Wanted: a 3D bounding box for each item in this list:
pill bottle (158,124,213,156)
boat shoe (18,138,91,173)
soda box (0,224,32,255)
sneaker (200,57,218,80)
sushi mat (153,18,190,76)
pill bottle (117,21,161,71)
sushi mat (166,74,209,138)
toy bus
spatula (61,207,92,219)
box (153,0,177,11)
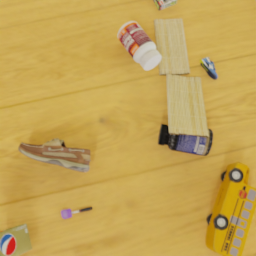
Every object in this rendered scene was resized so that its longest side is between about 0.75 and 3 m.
[{"bbox_3d":[1.993,0.380,9.925,1.783,0.997,0.997,10,76,2],"label":"pill bottle"},{"bbox_3d":[-2.507,0.836,9.795,2.573,0.974,0.924,14,81,2],"label":"boat shoe"},{"bbox_3d":[-4.141,3.609,8.108,0.943,2.785,0.892,-21,79,18],"label":"soda box"},{"bbox_3d":[3.232,-2.346,10.937,0.419,0.377,1.019,-29,79,-9],"label":"sneaker"},{"bbox_3d":[1.737,-3.274,11.283,1.208,0.153,2.526,-4,76,-2],"label":"sushi mat"},{"bbox_3d":[0.440,-3.131,10.747,0.982,0.982,1.792,-32,73,-8],"label":"pill bottle"},{"bbox_3d":[2.095,-0.890,10.131,1.371,0.173,2.866,4,54,0],"label":"sushi mat"},{"bbox_3d":[3.480,2.711,9.344,1.169,0.972,2.987,22,77,5],"label":"toy bus"},{"bbox_3d":[-1.775,2.918,9.744,1.086,0.112,0.307,-11,79,-3],"label":"spatula"},{"bbox_3d":[1.341,-5.784,11.848,0.844,0.266,1.533,-24,77,-6],"label":"box"}]
